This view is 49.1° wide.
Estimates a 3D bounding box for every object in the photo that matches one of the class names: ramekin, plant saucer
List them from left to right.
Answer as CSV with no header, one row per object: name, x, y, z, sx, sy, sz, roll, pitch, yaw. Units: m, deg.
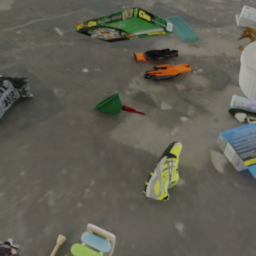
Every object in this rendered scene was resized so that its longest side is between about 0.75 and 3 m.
plant saucer,2.213,-4.152,11.635,0.719,0.195,2.056,-12,46,-12
ramekin,4.573,-1.576,8.471,2.479,1.154,2.479,0,46,0

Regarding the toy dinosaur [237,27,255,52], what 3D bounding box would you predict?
toy dinosaur,4.851,-3.001,10.283,2.861,0.864,1.519,-33,80,-23

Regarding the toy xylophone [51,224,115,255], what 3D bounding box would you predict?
toy xylophone,-0.982,2.554,5.003,1.241,0.426,1.696,12,47,12

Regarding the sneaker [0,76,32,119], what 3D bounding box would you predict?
sneaker,-3.424,-0.911,8.103,1.124,0.745,1.975,-8,44,-4

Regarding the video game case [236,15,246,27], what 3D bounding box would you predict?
video game case,5.135,-4.623,12.129,0.838,0.108,0.922,8,47,8

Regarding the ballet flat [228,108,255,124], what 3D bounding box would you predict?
ballet flat,3.326,-0.319,7.845,1.014,0.345,0.347,11,55,11

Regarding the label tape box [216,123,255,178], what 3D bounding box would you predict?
label tape box,3.016,0.617,6.847,1.033,0.477,1.442,-15,50,-13

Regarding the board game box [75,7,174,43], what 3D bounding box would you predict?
board game box,-0.163,-2.402,6.747,1.190,0.266,2.271,7,3,-44

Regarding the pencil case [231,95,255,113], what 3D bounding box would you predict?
pencil case,3.469,-0.656,8.083,0.967,0.439,0.402,15,64,16

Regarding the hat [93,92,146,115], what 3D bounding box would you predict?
hat,-0.330,-0.431,8.078,1.096,0.964,0.908,-21,15,43

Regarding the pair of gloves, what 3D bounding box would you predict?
pair of gloves,1.166,-2.231,9.759,1.662,0.231,1.865,-11,44,-9

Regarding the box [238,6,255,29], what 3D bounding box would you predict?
box,5.548,-4.499,11.710,1.691,0.348,1.318,22,48,10

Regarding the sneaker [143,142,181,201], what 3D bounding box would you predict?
sneaker,0.920,1.002,6.468,0.599,0.591,1.568,26,61,14

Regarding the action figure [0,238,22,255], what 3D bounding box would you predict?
action figure,-2.360,2.498,5.140,0.660,0.352,1.014,1,42,11
